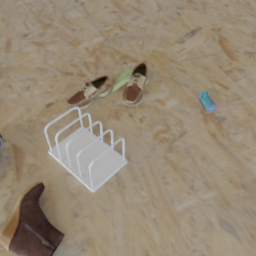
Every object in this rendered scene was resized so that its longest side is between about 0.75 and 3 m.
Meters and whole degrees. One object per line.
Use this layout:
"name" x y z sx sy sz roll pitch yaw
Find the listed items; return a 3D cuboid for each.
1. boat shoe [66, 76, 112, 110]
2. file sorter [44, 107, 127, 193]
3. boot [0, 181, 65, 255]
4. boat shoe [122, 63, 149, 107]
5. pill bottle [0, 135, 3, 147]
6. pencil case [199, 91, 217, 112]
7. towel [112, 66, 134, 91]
"boat shoe" -1.866 -1.734 13.180 0.956 0.906 2.524 36 57 28
"file sorter" -1.612 0.652 10.553 2.636 1.641 1.829 34 56 27
"boot" -2.864 3.042 9.095 1.920 0.835 2.308 25 54 9
"boat shoe" 0.357 -2.155 13.501 1.045 0.991 2.761 9 49 8
"pill bottle" -5.574 1.066 10.509 1.135 1.135 2.030 0 49 0
"pencil case" 3.709 -1.256 13.039 0.455 0.494 1.069 23 37 -38
"towel" -0.249 -2.424 13.699 0.248 1.360 1.009 34 51 -23
